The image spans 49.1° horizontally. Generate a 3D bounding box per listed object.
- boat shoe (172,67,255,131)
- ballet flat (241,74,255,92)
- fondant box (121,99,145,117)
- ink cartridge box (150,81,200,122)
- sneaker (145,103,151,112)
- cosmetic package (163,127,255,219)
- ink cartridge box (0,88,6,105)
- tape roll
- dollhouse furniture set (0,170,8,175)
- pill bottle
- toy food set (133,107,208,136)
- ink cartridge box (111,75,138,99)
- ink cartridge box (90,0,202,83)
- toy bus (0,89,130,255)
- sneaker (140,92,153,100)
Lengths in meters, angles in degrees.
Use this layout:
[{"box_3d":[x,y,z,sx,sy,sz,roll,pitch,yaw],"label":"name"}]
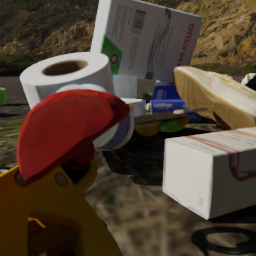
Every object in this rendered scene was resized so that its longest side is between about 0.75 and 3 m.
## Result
[{"box_3d":[2.191,-0.780,6.696,0.961,1.025,2.779,-28,47,-18],"label":"boat shoe"},{"box_3d":[4.289,-1.488,9.104,0.988,0.988,2.706,-1,-17,-4],"label":"ballet flat"},{"box_3d":[-0.560,-0.491,8.045,1.362,0.550,1.888,8,16,35],"label":"fondant box"},{"box_3d":[1.567,-1.104,8.901,1.385,0.651,2.947,1,27,11],"label":"ink cartridge box"},{"box_3d":[0.722,-0.758,9.905,0.322,0.294,0.796,2,11,22],"label":"sneaker"},{"box_3d":[1.323,0.449,3.428,1.626,0.709,0.841,-7,14,-28],"label":"cosmetic package"},{"box_3d":[-5.088,-1.235,11.242,0.325,0.633,0.857,-5,15,-26],"label":"ink cartridge box"},{"box_3d":[-1.236,-0.750,6.201,1.896,1.302,1.896,-7,32,4],"label":"tape roll"},{"box_3d":[-1.666,0.220,3.520,1.570,1.114,1.244,2,13,11],"label":"dollhouse furniture set"},{"box_3d":[-0.532,-0.136,4.437,0.969,0.969,1.746,3,-5,12],"label":"pill bottle"},{"box_3d":[0.623,-0.086,6.546,2.257,0.453,1.558,-7,1,39],"label":"toy food set"},{"box_3d":[-0.762,-1.720,11.358,1.542,1.502,2.399,9,15,34],"label":"ink cartridge box"},{"box_3d":[0.469,-2.522,8.118,2.772,2.032,1.152,4,27,-23],"label":"ink cartridge box"},{"box_3d":[-0.546,0.737,1.412,1.947,1.006,1.837,-37,2,-22],"label":"toy bus"},{"box_3d":[0.978,-1.445,13.023,0.895,0.349,0.381,12,8,13],"label":"sneaker"}]
